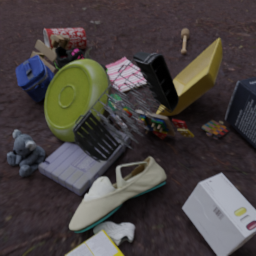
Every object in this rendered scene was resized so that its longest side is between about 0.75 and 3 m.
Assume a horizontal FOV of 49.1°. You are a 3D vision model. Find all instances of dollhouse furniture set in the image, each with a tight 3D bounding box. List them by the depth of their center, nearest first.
[{"bbox_3d":[-2.888,-2.912,11.582,1.284,1.498,1.575,39,24,15],"label":"dollhouse furniture set"}]

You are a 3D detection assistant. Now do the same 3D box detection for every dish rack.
[{"bbox_3d":[-0.013,-0.325,6.859,0.748,2.104,2.743,34,79,35],"label":"dish rack"}]

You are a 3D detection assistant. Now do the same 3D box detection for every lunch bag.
[{"bbox_3d":[-3.305,-1.778,9.936,1.088,1.060,1.602,-36,44,1],"label":"lunch bag"}]

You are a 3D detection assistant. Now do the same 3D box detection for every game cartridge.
[{"bbox_3d":[-1.141,0.756,7.971,1.529,0.453,2.358,26,47,22],"label":"game cartridge"}]

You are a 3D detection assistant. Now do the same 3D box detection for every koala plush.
[{"bbox_3d":[-2.794,0.580,7.657,0.928,1.047,0.962,30,49,31],"label":"koala plush"}]

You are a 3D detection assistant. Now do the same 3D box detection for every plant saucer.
[{"bbox_3d":[-1.657,-0.864,8.102,2.518,2.518,0.391,40,12,37],"label":"plant saucer"},{"bbox_3d":[2.178,-1.534,9.358,0.589,2.430,2.431,39,47,-10],"label":"plant saucer"}]

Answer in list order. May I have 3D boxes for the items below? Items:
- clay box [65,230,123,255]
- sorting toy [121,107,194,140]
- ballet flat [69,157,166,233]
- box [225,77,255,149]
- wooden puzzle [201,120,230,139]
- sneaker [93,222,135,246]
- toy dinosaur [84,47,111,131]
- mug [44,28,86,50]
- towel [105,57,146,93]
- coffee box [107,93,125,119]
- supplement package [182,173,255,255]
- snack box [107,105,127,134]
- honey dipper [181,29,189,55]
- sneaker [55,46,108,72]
[{"bbox_3d":[-0.305,3.219,4.922,1.447,0.599,2.518,-27,47,-27],"label":"clay box"},{"bbox_3d":[0.834,-0.015,8.380,2.187,1.054,0.370,16,69,29],"label":"sorting toy"},{"bbox_3d":[-0.277,1.427,6.673,2.743,0.953,0.953,-22,45,-33],"label":"ballet flat"},{"bbox_3d":[4.723,-0.200,8.033,2.210,1.558,2.987,-15,45,-18],"label":"box"},{"bbox_3d":[2.794,0.036,8.944,0.669,0.079,1.128,34,41,31],"label":"wooden puzzle"},{"bbox_3d":[-0.311,2.342,6.154,0.928,0.362,0.461,-1,44,1],"label":"sneaker"},{"bbox_3d":[-1.033,-1.099,8.606,1.393,1.048,2.723,4,72,19],"label":"toy dinosaur"},{"bbox_3d":[-2.996,-4.220,13.187,1.757,1.172,1.560,-14,47,-20],"label":"mug"},{"bbox_3d":[-0.176,-2.191,11.429,1.495,0.306,2.042,-26,47,-23],"label":"towel"},{"bbox_3d":[-0.934,-0.683,9.649,1.590,0.350,0.978,-11,44,-12],"label":"coffee box"},{"bbox_3d":[1.948,1.821,5.856,0.721,1.013,1.300,-14,50,-32],"label":"supplement package"},{"bbox_3d":[-0.485,-0.369,8.883,0.160,0.474,1.318,-37,68,-11],"label":"snack box"},{"bbox_3d":[2.779,-4.211,13.806,0.421,0.421,2.217,7,46,8],"label":"honey dipper"},{"bbox_3d":[-2.003,-2.586,11.215,2.627,1.100,1.008,21,51,23],"label":"sneaker"}]
